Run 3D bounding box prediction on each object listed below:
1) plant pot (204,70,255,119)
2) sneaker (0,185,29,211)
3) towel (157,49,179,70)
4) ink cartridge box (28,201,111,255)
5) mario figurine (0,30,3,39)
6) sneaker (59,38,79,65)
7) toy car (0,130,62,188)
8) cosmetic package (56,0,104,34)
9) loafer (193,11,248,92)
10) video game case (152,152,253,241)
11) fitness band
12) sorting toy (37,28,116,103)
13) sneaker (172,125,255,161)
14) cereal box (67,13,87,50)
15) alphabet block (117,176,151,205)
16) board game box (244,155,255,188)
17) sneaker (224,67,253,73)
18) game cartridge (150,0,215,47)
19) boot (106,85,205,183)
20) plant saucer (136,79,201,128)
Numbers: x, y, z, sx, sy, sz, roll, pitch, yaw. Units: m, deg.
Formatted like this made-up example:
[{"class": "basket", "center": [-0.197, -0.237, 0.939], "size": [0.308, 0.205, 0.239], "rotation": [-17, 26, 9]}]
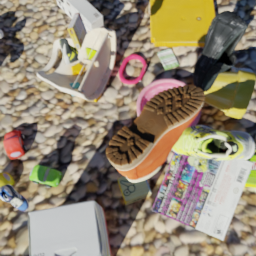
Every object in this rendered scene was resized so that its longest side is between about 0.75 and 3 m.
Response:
[{"class": "plant pot", "center": [3.580, -1.373, 10.332], "size": [1.624, 1.726, 1.726], "rotation": [17, 70, 10]}, {"class": "sneaker", "center": [-3.412, 2.134, 8.259], "size": [0.418, 0.759, 1.037], "rotation": [-40, 95, -5]}, {"class": "towel", "center": [1.680, -2.893, 11.732], "size": [0.662, 0.136, 0.888], "rotation": [-20, 71, -7]}, {"class": "ink cartridge box", "center": [-1.562, 3.281, 8.109], "size": [1.841, 2.534, 1.833], "rotation": [-10, 70, -4]}, {"class": "mario figurine", "center": [-5.900, -3.181, 11.425], "size": [1.614, 1.386, 2.615], "rotation": [-5, 64, -21]}, {"class": "sneaker", "center": [-1.542, -2.053, 7.397], "size": [0.435, 1.027, 0.383], "rotation": [-17, 77, -10]}, {"class": "toy car", "center": [-3.610, 1.456, 9.835], "size": [2.549, 0.604, 2.709], "rotation": [13, 70, 5]}, {"class": "cosmetic package", "center": [-2.139, -5.054, 12.038], "size": [0.684, 1.116, 2.703], "rotation": [-40, 74, -11]}, {"class": "loafer", "center": [2.717, -2.063, 8.484], "size": [0.969, 2.854, 1.002], "rotation": [-31, 61, -25]}, {"class": "video game case", "center": [2.421, 1.934, 9.294], "size": [2.481, 0.490, 2.738], "rotation": [21, 90, 7]}, {"class": "fitness band", "center": [0.186, -2.382, 11.493], "size": [1.008, 0.263, 1.404], "rotation": [19, 70, 10]}, {"class": "sorting toy", "center": [-2.109, -2.455, 10.957], "size": [2.647, 1.571, 2.940], "rotation": [18, 71, 15]}, {"class": "sneaker", "center": [2.069, 0.374, 7.705], "size": [0.990, 2.592, 0.977], "rotation": [2, 87, -40]}, {"class": "cereal box", "center": [-1.608, -3.098, 8.941], "size": [0.204, 0.743, 1.033], "rotation": [-6, 46, 14]}, {"class": "alphabet block", "center": [0.196, 2.020, 9.476], "size": [0.903, 0.887, 0.882], "rotation": [-18, 69, -7]}, {"class": "board game box", "center": [3.698, 1.445, 9.897], "size": [2.103, 0.501, 1.069], "rotation": [7, 70, 3]}, {"class": "sneaker", "center": [4.118, -2.090, 11.018], "size": [1.804, 0.897, 0.703], "rotation": [-9, 70, -4]}, {"class": "game cartridge", "center": [2.378, -4.642, 12.264], "size": [2.819, 0.457, 2.485], "rotation": [0, 69, 3]}, {"class": "boot", "center": [0.760, 0.153, 6.600], "size": [2.707, 1.452, 1.016], "rotation": [-41, 53, -11]}, {"class": "plant saucer", "center": [1.511, -0.689, 10.649], "size": [2.401, 0.609, 2.401], "rotation": [0, 68, 0]}]
